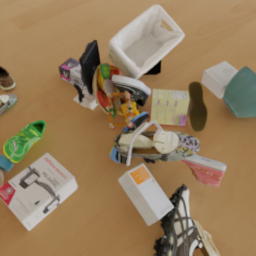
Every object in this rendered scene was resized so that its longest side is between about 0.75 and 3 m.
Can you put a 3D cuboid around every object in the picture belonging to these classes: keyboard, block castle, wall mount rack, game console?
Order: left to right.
[{"bbox_3d":[-1.624,-2.034,11.100,0.304,2.948,1.873,26,75,6],"label":"keyboard"},{"bbox_3d":[-0.294,-0.631,10.084,0.884,0.621,1.323,-5,83,5],"label":"block castle"},{"bbox_3d":[0.298,0.325,7.210,1.239,1.426,0.532,-41,89,3],"label":"wall mount rack"},{"bbox_3d":[0.862,-3.736,13.283,1.453,2.463,0.297,1,21,6],"label":"game console"}]

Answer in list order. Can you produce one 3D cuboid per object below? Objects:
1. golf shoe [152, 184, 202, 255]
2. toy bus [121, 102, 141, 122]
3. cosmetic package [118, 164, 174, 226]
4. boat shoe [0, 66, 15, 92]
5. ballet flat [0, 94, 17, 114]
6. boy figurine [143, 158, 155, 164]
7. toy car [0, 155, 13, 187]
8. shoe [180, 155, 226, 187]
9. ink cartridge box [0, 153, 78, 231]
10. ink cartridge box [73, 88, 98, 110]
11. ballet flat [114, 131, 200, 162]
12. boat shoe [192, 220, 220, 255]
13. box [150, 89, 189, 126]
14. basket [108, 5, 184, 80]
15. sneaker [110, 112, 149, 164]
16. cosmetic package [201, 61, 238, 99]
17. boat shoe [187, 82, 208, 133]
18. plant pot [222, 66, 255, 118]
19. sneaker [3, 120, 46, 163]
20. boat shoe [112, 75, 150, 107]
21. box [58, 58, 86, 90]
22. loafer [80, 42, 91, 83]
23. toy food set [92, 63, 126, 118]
[{"bbox_3d":[1.696,3.194,8.870,1.339,1.102,2.834,24,55,-3],"label":"golf shoe"},{"bbox_3d":[0.154,-0.376,11.514,0.739,1.089,1.045,-13,52,13],"label":"toy bus"},{"bbox_3d":[0.535,2.022,8.625,0.840,0.590,1.656,-21,70,-46],"label":"cosmetic package"},{"bbox_3d":[-6.305,-2.735,13.552,2.418,0.895,0.893,35,59,24],"label":"boat shoe"},{"bbox_3d":[-5.692,-0.997,12.287,0.720,0.720,2.003,22,54,17],"label":"ballet flat"},{"bbox_3d":[1.123,0.695,10.976,0.978,0.507,1.573,-5,33,42],"label":"boy figurine"},{"bbox_3d":[-5.678,1.545,9.937,2.165,1.915,1.995,3,52,39],"label":"toy car"},{"bbox_3d":[2.224,1.332,9.112,1.741,0.792,0.622,17,12,8],"label":"shoe"},{"bbox_3d":[-3.076,2.116,9.654,1.569,0.901,2.160,35,59,25],"label":"ink cartridge box"},{"bbox_3d":[-1.693,-1.405,12.709,0.837,0.482,1.446,32,63,22],"label":"ink cartridge box"},{"bbox_3d":[0.759,0.507,8.806,2.834,1.019,1.019,-2,48,27],"label":"ballet flat"},{"bbox_3d":[2.423,3.535,8.845,0.460,0.490,1.330,-7,52,-20],"label":"boat shoe"},{"bbox_3d":[1.700,-0.849,11.697,1.489,1.310,0.720,4,39,5],"label":"box"},{"bbox_3d":[0.625,-3.299,11.376,2.634,1.625,1.785,-42,91,-12],"label":"basket"},{"bbox_3d":[0.159,0.376,10.504,0.912,0.780,2.201,32,75,-5],"label":"sneaker"},{"bbox_3d":[4.436,-2.271,13.225,1.337,0.822,1.333,-24,55,-18],"label":"cosmetic package"},{"bbox_3d":[2.828,-0.838,11.669,0.772,0.666,2.115,-7,81,5],"label":"boat shoe"},{"bbox_3d":[4.917,-1.292,11.870,1.468,2.180,2.180,-35,53,14],"label":"plant pot"},{"bbox_3d":[-3.863,0.371,10.578,0.846,0.955,2.284,43,33,-17],"label":"sneaker"},{"bbox_3d":[0.185,-1.451,11.365,0.990,2.886,0.817,14,91,25],"label":"boat shoe"},{"bbox_3d":[-2.498,-2.623,13.512,1.423,0.816,0.940,28,57,21],"label":"box"},{"bbox_3d":[-1.757,-2.878,12.395,0.638,1.774,0.559,6,13,-25],"label":"loafer"},{"bbox_3d":[-0.700,-1.572,11.664,0.561,2.308,2.285,-7,5,29],"label":"toy food set"}]
